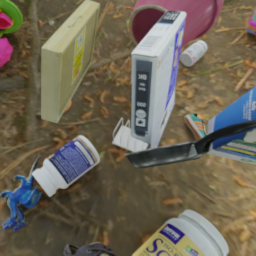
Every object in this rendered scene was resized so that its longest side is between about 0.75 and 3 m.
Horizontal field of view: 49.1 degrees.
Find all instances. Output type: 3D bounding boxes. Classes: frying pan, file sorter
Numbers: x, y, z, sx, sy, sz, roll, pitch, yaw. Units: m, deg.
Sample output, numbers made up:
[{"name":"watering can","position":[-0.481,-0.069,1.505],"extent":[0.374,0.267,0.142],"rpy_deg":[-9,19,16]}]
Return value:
[{"name":"frying pan","position":[1.214,0.390,5.275],"extent":[2.829,1.711,0.461],"rpy_deg":[-15,81,37]},{"name":"file sorter","position":[0.116,0.229,8.412],"extent":[1.015,0.632,0.705],"rpy_deg":[21,59,14]}]

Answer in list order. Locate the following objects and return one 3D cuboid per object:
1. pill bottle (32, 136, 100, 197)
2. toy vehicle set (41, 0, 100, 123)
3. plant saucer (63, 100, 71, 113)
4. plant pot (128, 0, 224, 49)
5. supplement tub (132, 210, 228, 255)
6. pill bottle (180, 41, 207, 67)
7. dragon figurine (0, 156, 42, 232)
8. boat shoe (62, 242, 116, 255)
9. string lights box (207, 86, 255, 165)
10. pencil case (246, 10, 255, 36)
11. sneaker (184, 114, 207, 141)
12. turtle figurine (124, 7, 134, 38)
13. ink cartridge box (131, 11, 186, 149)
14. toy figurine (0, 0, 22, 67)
[{"name":"pill bottle","position":[-1.693,1.046,7.674],"extent":[1.676,0.970,0.970],"rpy_deg":[-37,64,-22]},{"name":"toy vehicle set","position":[-1.193,-1.518,6.013],"extent":[0.342,1.603,2.581],"rpy_deg":[16,42,-1]},{"name":"plant saucer","position":[-2.343,-0.841,9.404],"extent":[0.856,0.138,0.856],"rpy_deg":[0,57,-1]},{"name":"plant pot","position":[1.123,-3.083,7.528],"extent":[2.328,2.328,2.084],"rpy_deg":[24,57,15]},{"name":"supplement tub","position":[1.010,2.968,6.089],"extent":[2.075,1.509,1.509],"rpy_deg":[-37,64,-21]},{"name":"pill bottle","position":[2.452,-2.776,10.399],"extent":[0.576,0.576,1.016],"rpy_deg":[38,65,22]},{"name":"dragon figurine","position":[-2.681,1.755,7.444],"extent":[0.980,0.580,1.971],"rpy_deg":[28,62,17]},{"name":"boat shoe","position":[-0.689,2.785,5.601],"extent":[1.033,2.873,0.931],"rpy_deg":[21,61,-30]},{"name":"string lights box","position":[2.659,-0.062,5.058],"extent":[1.442,2.807,0.828],"rpy_deg":[13,72,-4]},{"name":"pencil case","position":[5.862,-3.606,10.628],"extent":[1.177,1.177,2.664],"rpy_deg":[-37,62,-22]},{"name":"sneaker","position":[2.223,0.004,8.677],"extent":[0.475,0.424,1.189],"rpy_deg":[-21,58,-8]},{"name":"turtle figurine","position":[0.835,-3.859,10.923],"extent":[2.126,0.849,2.636],"rpy_deg":[8,42,-7]},{"name":"ink cartridge box","position":[0.661,-0.932,6.152],"extent":[0.545,2.511,2.488],"rpy_deg":[12,40,15]},{"name":"toy figurine","position":[-5.132,-3.218,10.288],"extent":[2.425,1.821,2.232],"rpy_deg":[-15,65,16]}]
